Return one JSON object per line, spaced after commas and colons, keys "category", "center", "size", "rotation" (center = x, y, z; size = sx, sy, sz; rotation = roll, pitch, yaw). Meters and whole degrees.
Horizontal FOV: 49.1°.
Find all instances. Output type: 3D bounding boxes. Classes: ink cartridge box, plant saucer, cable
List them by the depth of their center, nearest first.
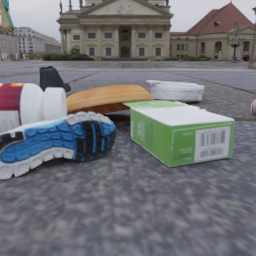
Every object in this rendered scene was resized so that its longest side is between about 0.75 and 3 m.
{"category": "ink cartridge box", "center": [0.950, -0.032, 6.612], "size": [1.465, 0.837, 2.821], "rotation": [-5, 15, -20]}
{"category": "plant saucer", "center": [-0.680, -0.826, 8.660], "size": [2.894, 0.542, 2.894], "rotation": [-8, -1, 0]}
{"category": "cable", "center": [2.208, -1.663, 12.743], "size": [2.373, 0.821, 2.372], "rotation": [12, 12, 38]}

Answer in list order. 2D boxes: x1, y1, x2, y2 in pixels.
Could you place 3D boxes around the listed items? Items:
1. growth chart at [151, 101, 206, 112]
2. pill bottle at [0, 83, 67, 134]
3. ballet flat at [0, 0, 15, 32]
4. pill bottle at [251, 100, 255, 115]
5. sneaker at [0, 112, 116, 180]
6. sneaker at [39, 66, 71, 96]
{"category": "growth chart", "center": [1.671, -0.762, 10.706], "size": [1.805, 0.221, 2.494], "rotation": [-7, 16, -24]}
{"category": "pill bottle", "center": [-2.868, -0.386, 6.879], "size": [2.562, 1.403, 1.403], "rotation": [-1, 15, -5]}
{"category": "ballet flat", "center": [-3.914, -3.628, 8.735], "size": [0.468, 1.324, 0.468], "rotation": [-14, -2, 0]}
{"category": "pill bottle", "center": [4.753, -0.640, 9.587], "size": [0.542, 0.542, 0.935], "rotation": [-6, 16, -23]}
{"category": "sneaker", "center": [-1.537, 0.197, 5.611], "size": [2.668, 1.000, 1.156], "rotation": [-8, 11, -30]}
{"category": "sneaker", "center": [-3.717, -2.460, 14.645], "size": [1.076, 1.528, 2.877], "rotation": [2, 15, 7]}
